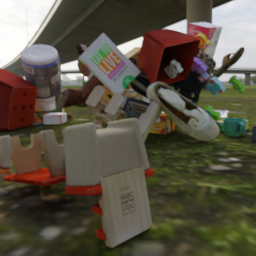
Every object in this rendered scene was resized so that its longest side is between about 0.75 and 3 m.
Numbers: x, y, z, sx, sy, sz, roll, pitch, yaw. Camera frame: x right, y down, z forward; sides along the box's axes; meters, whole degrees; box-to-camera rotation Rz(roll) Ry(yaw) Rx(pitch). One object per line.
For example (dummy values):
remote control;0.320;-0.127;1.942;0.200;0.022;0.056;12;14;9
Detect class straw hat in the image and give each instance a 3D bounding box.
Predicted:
straw hat;0.242;-1.012;10.508;1.562;0.661;1.562;0;14;0

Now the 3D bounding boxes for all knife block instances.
knife block;0.376;-2.741;11.212;0.889;2.779;2.440;-33;-27;2
knife block;-0.482;-1.316;10.362;0.758;2.369;2.079;37;40;-5

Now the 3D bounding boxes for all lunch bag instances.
lunch bag;-0.032;-1.212;13.200;2.648;1.684;2.246;17;18;31

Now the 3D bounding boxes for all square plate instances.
square plate;2.976;-0.541;12.750;2.939;0.422;2.967;3;9;21

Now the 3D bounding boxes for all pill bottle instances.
pill bottle;-3.517;-2.008;11.591;1.407;2.473;1.407;3;43;-3

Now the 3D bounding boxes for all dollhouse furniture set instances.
dollhouse furniture set;-0.853;0.628;3.683;2.372;1.222;2.347;-8;0;-44
dollhouse furniture set;-0.108;-0.458;7.586;1.649;1.073;1.515;24;-20;13

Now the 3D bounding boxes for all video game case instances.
video game case;0.355;-0.402;8.349;1.089;0.984;0.139;15;48;-12

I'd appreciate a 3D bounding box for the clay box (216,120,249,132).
clay box;3.755;-0.097;10.022;0.824;0.341;1.434;7;12;35

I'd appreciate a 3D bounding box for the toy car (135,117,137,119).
toy car;0.013;0.066;8.188;0.187;0.840;0.790;37;-6;-1

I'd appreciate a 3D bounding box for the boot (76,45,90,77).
boot;-1.692;-2.693;11.406;0.526;1.498;1.095;-14;-4;11

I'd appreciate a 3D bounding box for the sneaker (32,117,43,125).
sneaker;-3.998;-0.442;11.439;1.083;0.607;0.420;-1;9;-6

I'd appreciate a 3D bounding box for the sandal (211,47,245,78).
sandal;3.189;-2.135;9.120;0.371;1.375;0.552;53;21;21

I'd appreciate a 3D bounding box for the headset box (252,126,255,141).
headset box;4.083;0.181;7.846;0.822;0.438;0.944;-5;10;-28

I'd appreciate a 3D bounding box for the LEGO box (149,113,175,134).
LEGO box;0.763;-0.207;9.869;1.561;0.602;1.162;4;10;27

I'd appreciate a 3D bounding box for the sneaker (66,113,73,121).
sneaker;-2.975;-0.546;12.953;1.054;0.354;0.473;-1;13;16

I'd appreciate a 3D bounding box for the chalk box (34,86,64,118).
chalk box;-4.165;-1.237;13.475;2.063;1.277;1.283;-1;-10;-8

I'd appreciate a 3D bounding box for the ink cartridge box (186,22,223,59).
ink cartridge box;2.679;-2.887;10.534;0.807;1.914;1.385;27;33;30

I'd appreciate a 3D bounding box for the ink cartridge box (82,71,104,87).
ink cartridge box;-1.293;-1.987;11.416;1.086;0.803;0.412;13;12;23

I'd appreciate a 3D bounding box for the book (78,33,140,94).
book;-0.549;-1.843;8.327;1.581;1.056;0.380;43;-15;-13

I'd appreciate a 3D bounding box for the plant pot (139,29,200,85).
plant pot;1.076;-2.208;8.338;1.365;1.363;1.203;-19;53;-27

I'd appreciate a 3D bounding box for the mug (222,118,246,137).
mug;3.314;0.000;8.788;0.694;0.522;0.845;5;10;27

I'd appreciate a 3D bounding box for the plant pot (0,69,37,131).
plant pot;-4.685;-0.954;10.281;1.982;2.247;2.249;14;11;13

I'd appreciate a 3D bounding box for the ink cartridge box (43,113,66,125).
ink cartridge box;-3.067;-0.396;11.784;0.719;0.419;0.987;0;10;3

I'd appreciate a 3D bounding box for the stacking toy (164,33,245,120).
stacking toy;2.461;-1.595;8.665;1.784;2.366;0.556;-43;1;-26

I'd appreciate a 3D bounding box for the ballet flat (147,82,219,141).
ballet flat;1.539;-0.422;7.691;2.418;0.815;0.754;32;-11;-1

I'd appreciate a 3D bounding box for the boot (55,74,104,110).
boot;-1.675;-1.344;9.719;0.572;1.660;1.781;37;19;19

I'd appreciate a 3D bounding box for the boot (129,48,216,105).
boot;1.358;-1.843;9.330;2.867;2.166;1.035;29;1;-9
